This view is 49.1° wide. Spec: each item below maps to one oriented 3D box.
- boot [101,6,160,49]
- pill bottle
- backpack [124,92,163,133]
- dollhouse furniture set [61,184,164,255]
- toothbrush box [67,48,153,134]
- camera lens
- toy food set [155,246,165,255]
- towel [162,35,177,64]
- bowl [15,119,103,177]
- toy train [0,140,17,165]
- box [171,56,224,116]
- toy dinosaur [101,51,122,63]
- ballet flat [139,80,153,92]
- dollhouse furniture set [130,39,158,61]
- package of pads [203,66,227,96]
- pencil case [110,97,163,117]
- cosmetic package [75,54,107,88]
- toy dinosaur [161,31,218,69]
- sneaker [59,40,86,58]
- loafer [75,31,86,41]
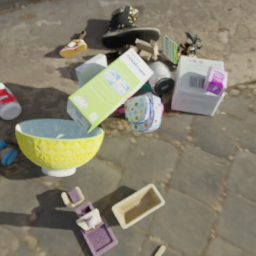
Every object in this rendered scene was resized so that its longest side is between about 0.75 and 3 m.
[{"bbox_3d":[0.197,-4.850,13.312,2.784,1.019,2.096,-4,57,21],"label":"boot"},{"bbox_3d":[-5.112,-1.117,11.524,0.847,0.847,1.508,-33,66,-17],"label":"pill bottle"},{"bbox_3d":[0.544,-0.504,9.999,1.082,1.404,1.337,-2,79,-48],"label":"backpack"},{"bbox_3d":[-0.466,2.231,8.990,2.916,2.069,2.310,-28,65,-14],"label":"dollhouse furniture set"},{"bbox_3d":[-0.709,-1.189,9.653,2.722,1.982,1.172,-43,93,-17],"label":"toothbrush box"},{"bbox_3d":[1.320,-2.020,11.496,0.956,0.956,1.195,-12,48,-6],"label":"camera lens"},{"bbox_3d":[1.549,4.736,8.562,2.080,0.417,1.436,33,66,17],"label":"toy food set"},{"bbox_3d":[1.643,-3.091,10.980,0.172,0.835,1.120,-17,39,-10],"label":"towel"},{"bbox_3d":[-2.414,0.756,9.858,2.952,2.952,1.588,8,103,5],"label":"bowl"},{"bbox_3d":[-5.458,1.511,10.015,1.643,1.202,2.840,31,65,1],"label":"toy train"},{"bbox_3d":[2.808,-1.698,11.438,1.777,1.530,1.786,9,61,3],"label":"box"},{"bbox_3d":[-0.360,-2.752,12.373,2.280,1.547,1.165,6,103,31],"label":"toy dinosaur"},{"bbox_3d":[0.446,-1.987,12.217,1.565,0.541,0.557,12,56,10],"label":"ballet flat"},{"bbox_3d":[0.727,-3.795,12.442,1.419,1.664,0.812,25,79,14],"label":"dollhouse furniture set"},{"bbox_3d":[3.168,-1.709,10.134,0.723,0.454,1.199,22,44,5],"label":"package of pads"},{"bbox_3d":[0.347,-0.889,11.285,2.142,1.003,0.972,7,71,1],"label":"pencil case"},{"bbox_3d":[-1.308,-2.028,10.358,0.320,0.935,1.240,28,54,33],"label":"cosmetic package"},{"bbox_3d":[2.768,-3.289,12.784,2.388,1.220,1.621,19,76,-10],"label":"toy dinosaur"},{"bbox_3d":[-2.674,-3.770,13.229,1.349,0.506,0.608,-23,55,-19],"label":"sneaker"},{"bbox_3d":[-2.343,-4.453,13.664,0.306,0.297,0.838,20,63,11],"label":"loafer"}]
